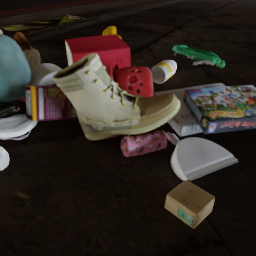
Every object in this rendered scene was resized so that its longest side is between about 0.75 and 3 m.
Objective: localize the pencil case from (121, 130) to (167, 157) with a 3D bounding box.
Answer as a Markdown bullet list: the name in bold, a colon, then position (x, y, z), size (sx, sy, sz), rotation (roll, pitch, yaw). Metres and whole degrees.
- **pencil case**: position (0.437, 0.402, 7.479), size (1.232, 0.533, 0.510), rotation (-10, 18, -20)

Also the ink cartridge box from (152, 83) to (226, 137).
- **ink cartridge box**: position (2.302, -0.893, 9.404), size (2.732, 0.556, 2.738), rotation (-11, 36, -18)

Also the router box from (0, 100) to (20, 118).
- **router box**: position (-4.306, -0.739, 9.516), size (1.028, 0.319, 0.770), rotation (24, 39, 35)

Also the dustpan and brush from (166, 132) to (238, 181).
- **dustpan and brush**: position (1.562, 0.576, 7.276), size (1.469, 0.602, 2.105), rotation (-17, 43, -17)

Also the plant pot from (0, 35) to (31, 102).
- **plant pot**: position (-4.157, -1.650, 8.465), size (2.054, 2.054, 1.376), rotation (20, 33, 29)

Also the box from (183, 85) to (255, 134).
- **box**: position (2.983, -0.602, 8.180), size (2.314, 0.436, 1.581), rotation (-6, 41, -13)

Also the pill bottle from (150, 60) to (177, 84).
- **pill bottle**: position (1.549, -2.439, 11.861), size (0.743, 0.743, 1.338), rotation (18, 36, 26)

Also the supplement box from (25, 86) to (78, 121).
- **supplement box**: position (-2.098, -0.772, 8.461), size (1.781, 0.983, 0.763), rotation (-5, 11, -33)

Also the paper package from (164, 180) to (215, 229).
- **paper package**: position (1.261, 1.541, 5.767), size (0.731, 0.397, 0.767), rotation (-27, 41, -36)

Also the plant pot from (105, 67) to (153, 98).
- **plant pot**: position (-0.107, -1.140, 8.771), size (1.431, 1.571, 1.571), rotation (0, 31, -10)

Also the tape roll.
- **tape roll**: position (-2.525, -1.283, 9.284), size (1.494, 1.494, 1.026), rotation (-19, 36, -28)

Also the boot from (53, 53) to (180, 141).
- **boot**: position (-0.300, -0.907, 7.256), size (2.872, 2.221, 1.035), rotation (-14, 33, 20)

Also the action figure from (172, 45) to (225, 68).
- **action figure**: position (3.490, -3.426, 13.540), size (2.446, 0.669, 1.445), rotation (27, 39, 25)

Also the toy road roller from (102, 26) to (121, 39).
- **toy road roller**: position (-1.232, -4.875, 15.290), size (1.736, 1.267, 1.067), rotation (7, 33, 12)

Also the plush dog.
- **plush dog**: position (-4.754, -2.916, 11.781), size (2.056, 2.394, 1.920), rotation (-8, 65, 5)

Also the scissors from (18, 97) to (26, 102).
- **scissors**: position (-4.479, -1.261, 9.771), size (1.989, 0.139, 0.728), rotation (17, 10, -18)

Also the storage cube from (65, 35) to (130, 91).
- **storage cube**: position (-1.137, -2.233, 10.449), size (1.999, 1.901, 2.224), rotation (-11, 34, -14)

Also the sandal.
- **sandal**: position (-3.170, 0.079, 7.815), size (0.898, 0.542, 2.206), rotation (17, 13, 6)

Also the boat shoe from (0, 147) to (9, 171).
- **boat shoe**: position (-4.111, 0.714, 6.756), size (2.346, 0.845, 0.804), rotation (16, 25, 7)
